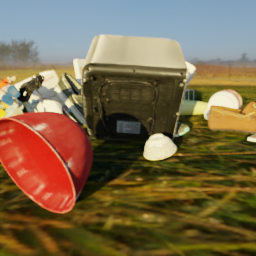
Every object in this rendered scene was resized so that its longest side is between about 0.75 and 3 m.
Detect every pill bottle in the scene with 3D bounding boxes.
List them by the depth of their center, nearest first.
[{"bbox_3d":[3.971,-0.936,11.545,1.164,1.164,2.125,6,12,27],"label":"pill bottle"}]

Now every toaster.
[{"bbox_3d":[0.019,-0.886,7.275,2.734,2.472,1.622,3,45,1],"label":"toaster"}]

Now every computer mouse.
[{"bbox_3d":[-2.034,-0.353,7.441,1.167,2.129,0.467,-20,30,35],"label":"computer mouse"}]

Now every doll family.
[{"bbox_3d":[-3.681,-0.199,7.348,2.588,1.166,1.607,-47,41,-14],"label":"doll family"}]

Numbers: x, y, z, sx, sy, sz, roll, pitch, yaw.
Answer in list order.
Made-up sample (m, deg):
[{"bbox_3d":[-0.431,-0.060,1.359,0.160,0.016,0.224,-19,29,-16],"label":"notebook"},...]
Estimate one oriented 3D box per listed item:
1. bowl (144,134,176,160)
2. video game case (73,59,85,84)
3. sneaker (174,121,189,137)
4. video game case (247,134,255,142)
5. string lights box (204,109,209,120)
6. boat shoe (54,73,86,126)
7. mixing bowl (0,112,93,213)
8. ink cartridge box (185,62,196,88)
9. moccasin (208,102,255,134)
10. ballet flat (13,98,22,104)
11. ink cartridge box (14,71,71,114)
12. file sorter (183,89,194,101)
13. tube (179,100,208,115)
[{"bbox_3d":[0.691,0.381,6.435,0.778,0.365,0.778,-14,21,5],"label":"bowl"},{"bbox_3d":[-1.438,-1.844,12.816,0.285,2.487,2.264,-5,6,34],"label":"video game case"},{"bbox_3d":[1.233,-0.145,8.688,0.571,0.671,1.472,-31,25,-30],"label":"sneaker"},{"bbox_3d":[4.032,0.290,8.179,0.745,0.094,1.041,9,15,39],"label":"video game case"},{"bbox_3d":[3.211,-0.406,10.298,0.775,0.228,0.398,21,-19,32],"label":"string lights box"},{"bbox_3d":[-1.467,-0.845,9.200,2.373,0.755,0.839,43,34,8],"label":"boat shoe"},{"bbox_3d":[-1.051,0.344,3.899,1.489,1.489,0.806,8,32,34],"label":"mixing bowl"},{"bbox_3d":[1.838,-2.191,13.191,1.715,2.329,1.685,36,12,9],"label":"ink cartridge box"},{"bbox_3d":[3.837,-0.394,8.706,1.004,1.060,2.746,-11,12,-42],"label":"moccasin"},{"bbox_3d":[-5.379,-1.171,13.102,0.959,0.959,2.713,-4,9,-21],"label":"ballet flat"},{"bbox_3d":[-3.035,-1.074,10.122,1.172,1.621,1.193,6,35,48],"label":"ink cartridge box"},{"bbox_3d":[3.181,-1.931,17.255,1.045,0.938,1.506,-11,16,-44],"label":"file sorter"},{"bbox_3d":[3.312,-0.913,13.037,2.738,0.711,0.794,-2,50,-32],"label":"tube"}]
